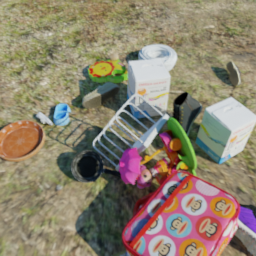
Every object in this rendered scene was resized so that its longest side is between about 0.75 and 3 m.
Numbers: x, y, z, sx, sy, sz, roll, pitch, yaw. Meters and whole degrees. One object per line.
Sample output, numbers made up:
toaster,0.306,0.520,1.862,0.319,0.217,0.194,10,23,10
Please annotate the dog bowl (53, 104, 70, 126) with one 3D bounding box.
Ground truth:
dog bowl,-2.887,-0.609,12.178,0.662,0.295,1.188,-1,46,-1

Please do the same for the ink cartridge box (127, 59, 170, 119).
ink cartridge box,0.823,-1.689,12.017,1.493,2.027,1.466,-9,46,-9

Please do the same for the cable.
cable,1.580,-3.726,15.000,2.037,0.705,2.036,-30,51,-27

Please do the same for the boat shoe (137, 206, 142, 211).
boat shoe,0.484,2.805,8.740,0.313,0.348,0.985,-26,52,-26

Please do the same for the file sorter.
file sorter,-0.023,0.163,9.719,1.427,2.292,1.590,41,53,-2

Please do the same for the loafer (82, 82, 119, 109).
loafer,-1.302,-1.497,12.708,1.864,0.705,0.636,-28,53,-19

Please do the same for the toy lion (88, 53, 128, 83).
toy lion,-0.943,-2.886,14.279,1.959,0.702,2.044,-37,56,-23

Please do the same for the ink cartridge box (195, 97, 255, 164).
ink cartridge box,3.566,0.101,10.334,1.349,1.832,1.325,-24,51,-22

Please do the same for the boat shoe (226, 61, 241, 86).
boat shoe,5.393,-2.708,14.058,0.503,0.559,1.554,11,50,-22

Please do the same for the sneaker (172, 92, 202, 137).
sneaker,1.836,-0.280,10.473,0.793,1.126,2.121,25,84,48

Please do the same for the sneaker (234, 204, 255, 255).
sneaker,3.685,2.880,8.342,1.132,0.791,2.275,-30,52,-27

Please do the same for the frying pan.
frying pan,-1.074,1.331,9.999,1.888,0.307,1.142,-6,79,-12

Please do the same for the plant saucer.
plant saucer,-4.209,0.509,10.950,1.908,0.308,1.908,-1,50,1

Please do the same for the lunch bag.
lunch bag,1.333,2.675,7.792,2.632,1.224,2.988,26,56,35

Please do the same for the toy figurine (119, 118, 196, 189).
toy figurine,0.823,1.188,8.971,2.227,2.419,1.816,-24,28,-5

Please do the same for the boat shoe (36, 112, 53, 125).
boat shoe,-3.572,-0.323,11.915,0.932,0.343,0.304,34,74,31

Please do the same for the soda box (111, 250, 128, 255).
soda box,-0.097,3.652,7.942,0.815,0.276,0.261,-16,49,-14
